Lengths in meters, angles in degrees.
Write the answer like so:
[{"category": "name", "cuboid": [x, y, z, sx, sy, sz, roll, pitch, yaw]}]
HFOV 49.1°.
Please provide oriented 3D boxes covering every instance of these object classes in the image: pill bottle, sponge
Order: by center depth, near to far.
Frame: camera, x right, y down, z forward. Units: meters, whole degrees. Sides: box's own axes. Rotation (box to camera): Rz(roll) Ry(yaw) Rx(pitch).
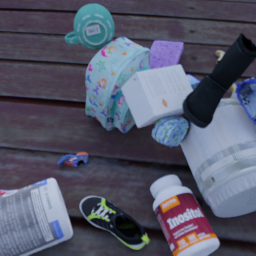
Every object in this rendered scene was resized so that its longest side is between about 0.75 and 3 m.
[{"category": "pill bottle", "cuboid": [-2.946, 2.443, 6.847, 2.831, 1.611, 1.611, -18, 54, -15]}, {"category": "pill bottle", "cuboid": [1.348, 2.303, 7.254, 1.145, 1.145, 2.026, -16, 52, -13]}, {"category": "sponge", "cuboid": [1.432, -2.846, 11.787, 1.325, 0.354, 2.376, 10, 53, 18]}]

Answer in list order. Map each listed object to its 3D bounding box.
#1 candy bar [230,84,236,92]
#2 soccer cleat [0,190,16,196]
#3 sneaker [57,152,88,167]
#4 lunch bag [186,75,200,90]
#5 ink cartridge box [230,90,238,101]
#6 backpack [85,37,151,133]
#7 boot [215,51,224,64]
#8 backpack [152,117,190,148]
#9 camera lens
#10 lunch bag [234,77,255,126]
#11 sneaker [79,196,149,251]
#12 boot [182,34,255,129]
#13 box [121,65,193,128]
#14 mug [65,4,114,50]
[{"category": "candy bar", "cuboid": [3.860, -1.602, 10.420, 0.159, 1.433, 0.357, -15, 37, 43]}, {"category": "soccer cleat", "cuboid": [-3.406, 1.932, 8.152, 0.853, 0.284, 0.326, 0, 10, 11]}, {"category": "sneaker", "cuboid": [-1.719, 1.049, 8.773, 0.977, 0.368, 0.383, -14, 58, -9]}, {"category": "lunch bag", "cuboid": [2.252, -1.785, 11.016, 0.767, 0.479, 1.018, -16, 44, -9]}, {"category": "ink cartridge box", "cuboid": [5.048, -0.329, 9.250, 2.912, 1.247, 2.149, -9, 55, -9]}, {"category": "backpack", "cuboid": [-0.191, -1.385, 9.157, 2.081, 2.764, 2.453, 31, 57, 23]}, {"category": "boot", "cuboid": [3.950, -2.992, 12.052, 0.598, 0.280, 0.769, -33, 62, -24]}, {"category": "backpack", "cuboid": [1.126, 0.101, 7.467, 1.050, 0.856, 0.807, 13, 26, -32]}, {"category": "camera lens", "cuboid": [2.787, 0.755, 7.797, 2.225, 2.225, 2.782, -10, 53, -8]}, {"category": "lunch bag", "cuboid": [4.164, -0.482, 7.112, 2.706, 1.676, 2.301, 36, 25, 22]}, {"category": "sneaker", "cuboid": [-0.356, 2.351, 7.369, 2.160, 0.894, 0.774, 26, 56, 19]}, {"category": "boot", "cuboid": [2.128, -1.093, 6.277, 0.780, 1.727, 2.107, 38, 38, 0]}, {"category": "box", "cuboid": [0.867, -0.881, 7.667, 1.657, 0.881, 1.262, -16, 79, -33]}, {"category": "mug", "cuboid": [-1.089, -2.898, 8.483, 1.211, 1.474, 0.912, 24, 28, -25]}]
